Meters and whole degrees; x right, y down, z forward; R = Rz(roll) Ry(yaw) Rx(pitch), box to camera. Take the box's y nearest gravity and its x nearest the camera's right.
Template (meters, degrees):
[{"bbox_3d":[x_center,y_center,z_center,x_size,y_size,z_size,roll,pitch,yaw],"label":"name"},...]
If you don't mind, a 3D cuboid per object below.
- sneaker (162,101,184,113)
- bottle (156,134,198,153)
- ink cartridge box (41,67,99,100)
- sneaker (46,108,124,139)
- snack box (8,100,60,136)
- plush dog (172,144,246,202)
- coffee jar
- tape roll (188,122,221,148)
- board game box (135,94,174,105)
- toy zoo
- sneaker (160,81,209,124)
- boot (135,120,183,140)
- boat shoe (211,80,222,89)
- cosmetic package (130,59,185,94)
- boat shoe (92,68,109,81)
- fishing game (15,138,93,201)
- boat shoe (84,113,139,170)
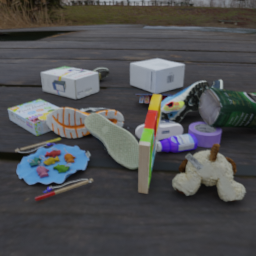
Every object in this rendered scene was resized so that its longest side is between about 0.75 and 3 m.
[{"bbox_3d":[1.609,-0.785,9.799,0.845,0.382,0.330,-21,57,-19],"label":"sneaker"},{"bbox_3d":[1.495,0.505,8.752,1.299,0.424,0.543,-7,38,-15],"label":"bottle"},{"bbox_3d":[-2.882,-2.296,14.018,2.385,1.043,1.733,18,30,30],"label":"ink cartridge box"},{"bbox_3d":[-1.507,-0.235,9.891,2.665,1.043,1.029,2,13,-4],"label":"sneaker"},{"bbox_3d":[-3.417,-0.451,10.686,2.032,0.538,1.445,22,33,39],"label":"snack box"},{"bbox_3d":[2.006,0.966,7.038,1.696,1.361,1.457,5,7,10],"label":"plush dog"},{"bbox_3d":[3.841,-0.619,9.609,2.596,1.107,1.354,4,38,-17],"label":"coffee jar"},{"bbox_3d":[2.559,0.215,9.397,1.058,0.449,1.058,1,26,0],"label":"tape roll"},{"bbox_3d":[1.382,-1.173,12.240,2.128,0.414,1.681,5,2,30],"label":"board game box"},{"bbox_3d":[0.609,0.243,7.372,0.254,1.627,2.480,7,40,10],"label":"toy zoo"},{"bbox_3d":[2.042,-1.085,10.998,2.816,1.104,1.266,-28,25,-20],"label":"sneaker"},{"bbox_3d":[0.972,0.056,9.681,1.713,0.623,0.774,0,18,-19],"label":"boot"},{"bbox_3d":[3.659,-1.356,12.157,0.796,0.964,2.574,4,39,14],"label":"boat shoe"},{"bbox_3d":[1.497,-2.770,14.745,2.040,1.258,2.047,-18,32,-34],"label":"cosmetic package"},{"bbox_3d":[-1.879,-2.836,15.630,1.985,0.708,0.598,-20,34,-23],"label":"boat shoe"},{"bbox_3d":[-2.106,0.914,7.915,2.030,0.441,2.836,-14,28,-22],"label":"fishing game"},{"bbox_3d":[-0.395,0.406,8.454,2.365,0.736,0.882,38,79,29],"label":"boat shoe"}]
